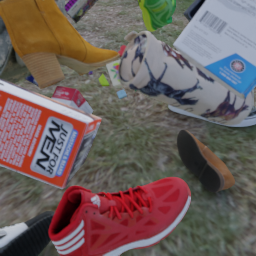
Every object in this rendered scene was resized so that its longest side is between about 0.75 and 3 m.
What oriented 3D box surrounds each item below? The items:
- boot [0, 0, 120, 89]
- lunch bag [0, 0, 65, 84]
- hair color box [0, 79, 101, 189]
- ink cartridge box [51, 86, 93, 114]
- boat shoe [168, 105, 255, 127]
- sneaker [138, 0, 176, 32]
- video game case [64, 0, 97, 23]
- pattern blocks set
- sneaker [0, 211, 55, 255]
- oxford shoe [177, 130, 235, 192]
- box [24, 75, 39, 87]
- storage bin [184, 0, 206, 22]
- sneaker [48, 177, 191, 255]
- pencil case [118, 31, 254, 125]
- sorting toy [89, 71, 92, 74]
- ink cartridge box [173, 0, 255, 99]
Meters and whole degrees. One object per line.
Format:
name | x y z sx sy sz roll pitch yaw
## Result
boot | -1.029 -1.601 4.727 0.713 1.451 2.027 -13 13 41
lunch bag | -2.423 -1.890 5.970 2.332 1.371 1.913 -35 13 29
hair color box | -1.203 -0.152 2.461 1.802 0.576 0.999 22 3 -2
ink cartridge box | -1.006 -0.063 4.426 0.396 0.698 0.957 13 69 20
boat shoe | 2.685 -0.849 8.699 2.860 0.977 1.056 17 40 21
sneaker | 0.902 -4.104 8.893 1.152 2.756 1.021 -12 80 11
video game case | -1.294 -3.729 8.209 0.222 1.237 1.121 45 7 -2
pattern blocks set | -0.174 -1.483 7.431 1.272 0.117 1.447 -33 67 -8
sneaker | -2.444 2.075 4.861 2.512 0.931 1.112 -29 48 -34
oxford shoe | 1.860 0.775 6.940 0.692 0.693 1.942 0 40 -30
box | -2.414 -2.058 7.921 0.271 1.015 1.675 28 88 18
storage bin | 1.885 -3.092 7.361 0.794 0.578 0.534 -47 25 8
sneaker | -0.074 0.979 3.327 1.804 1.042 0.707 -32 44 -11
pencil case | 1.127 -0.945 5.486 2.691 1.047 1.204 18 53 -21
sorting toy | -1.682 -2.474 11.443 0.287 0.285 0.827 -19 40 -24
ink cartridge box | 0.945 -0.812 2.208 0.696 0.951 0.408 42 13 18
